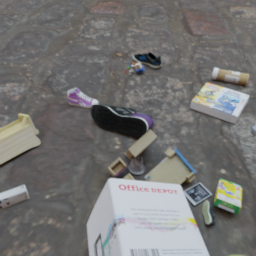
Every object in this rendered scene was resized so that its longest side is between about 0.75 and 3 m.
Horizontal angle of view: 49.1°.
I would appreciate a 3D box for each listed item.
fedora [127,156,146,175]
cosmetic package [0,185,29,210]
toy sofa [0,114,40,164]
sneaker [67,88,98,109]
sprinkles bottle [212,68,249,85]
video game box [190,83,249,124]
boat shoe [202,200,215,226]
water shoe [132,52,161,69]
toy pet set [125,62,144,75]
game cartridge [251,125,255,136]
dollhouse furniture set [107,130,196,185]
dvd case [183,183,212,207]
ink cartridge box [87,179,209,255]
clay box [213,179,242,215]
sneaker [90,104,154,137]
[{"bbox_3d":[0.317,1.274,9.962,0.665,0.340,0.752,9,35,2],"label":"fedora"},{"bbox_3d":[-3.759,2.232,8.845,1.120,0.462,0.283,-19,47,-19],"label":"cosmetic package"},{"bbox_3d":[-4.697,0.568,10.467,2.559,1.249,1.060,-34,27,-32],"label":"toy sofa"},{"bbox_3d":[-2.075,-1.371,12.674,1.459,0.832,0.529,7,40,6],"label":"sneaker"},{"bbox_3d":[5.186,-2.610,14.259,1.737,0.593,0.593,15,43,16],"label":"sprinkles bottle"},{"bbox_3d":[4.180,-1.182,12.724,2.091,0.489,1.905,23,44,24],"label":"video game box"},{"bbox_3d":[2.495,2.606,8.545,0.292,0.330,0.882,27,25,-9],"label":"boat shoe"},{"bbox_3d":[1.082,-3.944,15.656,1.891,0.746,0.676,27,48,27],"label":"water shoe"},{"bbox_3d":[0.408,-3.143,15.112,0.888,0.505,0.951,-20,27,33],"label":"toy pet set"},{"bbox_3d":[5.696,0.252,11.272,0.863,0.265,1.297,-26,47,-31],"label":"game cartridge"},{"bbox_3d":[0.773,1.545,9.620,2.112,1.460,2.237,-41,85,-11],"label":"dollhouse furniture set"},{"bbox_3d":[2.260,2.173,9.181,0.790,0.098,0.594,-23,46,-23],"label":"dvd case"},{"bbox_3d":[0.370,2.924,6.440,2.054,2.044,2.800,9,37,-21],"label":"ink cartridge box"},{"bbox_3d":[3.164,2.121,8.848,0.748,0.310,1.301,20,24,16],"label":"clay box"},{"bbox_3d":[-0.247,-0.398,11.681,2.688,1.018,1.177,20,27,20],"label":"sneaker"}]
